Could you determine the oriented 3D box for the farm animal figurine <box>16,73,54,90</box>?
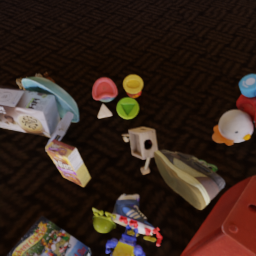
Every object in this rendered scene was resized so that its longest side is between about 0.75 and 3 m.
[{"bbox_3d":[-4.208,-1.983,12.755,1.682,0.877,1.664,-14,50,-12],"label":"farm animal figurine"}]

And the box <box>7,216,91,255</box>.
[{"bbox_3d":[-2.584,4.049,7.670,1.853,0.511,2.713,25,53,21],"label":"box"}]

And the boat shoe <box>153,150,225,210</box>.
[{"bbox_3d":[1.594,1.229,7.793,0.974,1.059,2.964,-25,17,-9],"label":"boat shoe"}]

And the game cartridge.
[{"bbox_3d":[-2.561,0.126,10.477,0.337,1.650,1.098,28,48,-18],"label":"game cartridge"}]

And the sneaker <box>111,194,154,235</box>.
[{"bbox_3d":[0.285,2.627,8.863,1.486,0.598,1.088,15,54,19],"label":"sneaker"}]

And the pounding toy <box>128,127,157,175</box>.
[{"bbox_3d":[0.700,0.838,10.029,0.714,1.560,1.370,-12,10,-22],"label":"pounding toy"}]

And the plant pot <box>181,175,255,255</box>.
[{"bbox_3d":[3.372,2.989,7.246,2.910,2.564,2.907,32,56,26],"label":"plant pot"}]

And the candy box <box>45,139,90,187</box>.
[{"bbox_3d":[-1.966,1.191,9.303,0.991,1.699,0.480,18,53,29],"label":"candy box"}]

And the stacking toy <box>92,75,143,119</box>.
[{"bbox_3d":[-0.429,-1.228,12.422,2.195,0.927,1.987,-1,74,3],"label":"stacking toy"}]

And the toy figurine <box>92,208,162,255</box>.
[{"bbox_3d":[-0.252,3.336,7.949,2.202,1.161,1.319,13,55,13],"label":"toy figurine"}]

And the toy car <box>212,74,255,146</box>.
[{"bbox_3d":[4.432,-0.104,10.425,2.604,2.400,2.303,-38,44,8],"label":"toy car"}]

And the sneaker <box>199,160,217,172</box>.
[{"bbox_3d":[2.746,1.391,9.998,0.832,0.325,0.355,11,18,24],"label":"sneaker"}]

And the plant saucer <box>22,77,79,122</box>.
[{"bbox_3d":[-2.902,-1.170,10.896,2.572,2.572,0.462,24,69,20],"label":"plant saucer"}]

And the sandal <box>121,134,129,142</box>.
[{"bbox_3d":[-0.035,0.396,10.846,0.330,0.900,0.296,-5,89,9],"label":"sandal"}]

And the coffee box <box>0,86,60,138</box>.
[{"bbox_3d":[-4.215,-0.673,11.196,2.615,1.478,1.044,11,49,9],"label":"coffee box"}]
